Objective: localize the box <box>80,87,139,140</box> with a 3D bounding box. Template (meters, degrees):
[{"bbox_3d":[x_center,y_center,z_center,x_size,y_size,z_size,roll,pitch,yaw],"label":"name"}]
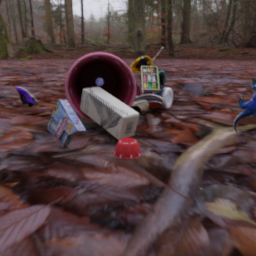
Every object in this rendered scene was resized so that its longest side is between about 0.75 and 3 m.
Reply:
[{"bbox_3d":[-0.640,-0.513,8.949,0.708,0.851,2.071,-16,39,-42],"label":"box"}]

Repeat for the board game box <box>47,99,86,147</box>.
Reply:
[{"bbox_3d":[-1.730,-0.033,7.791,1.099,1.100,0.339,42,23,25],"label":"board game box"}]

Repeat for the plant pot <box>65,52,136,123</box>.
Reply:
[{"bbox_3d":[-1.063,-1.590,10.365,2.418,2.418,2.164,-3,17,-9],"label":"plant pot"}]

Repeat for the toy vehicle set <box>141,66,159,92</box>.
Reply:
[{"bbox_3d":[0.865,-1.941,11.054,0.666,1.072,0.142,0,-21,-7],"label":"toy vehicle set"}]

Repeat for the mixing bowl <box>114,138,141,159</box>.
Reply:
[{"bbox_3d":[-0.014,0.509,7.477,0.751,0.407,0.751,0,18,0],"label":"mixing bowl"}]

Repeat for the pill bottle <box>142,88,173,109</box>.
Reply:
[{"bbox_3d":[1.097,-1.417,12.805,1.693,0.940,0.940,9,19,28],"label":"pill bottle"}]

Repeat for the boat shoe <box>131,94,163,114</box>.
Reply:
[{"bbox_3d":[0.395,-0.915,11.634,2.271,0.808,0.710,-2,58,-15],"label":"boat shoe"}]

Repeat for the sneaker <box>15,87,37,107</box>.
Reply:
[{"bbox_3d":[-4.347,-1.257,11.762,0.378,1.087,0.541,8,62,38],"label":"sneaker"}]

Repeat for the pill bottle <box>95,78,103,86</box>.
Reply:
[{"bbox_3d":[-0.908,-1.965,13.820,1.362,1.362,2.453,-10,20,-29],"label":"pill bottle"}]

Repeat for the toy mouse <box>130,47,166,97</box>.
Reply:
[{"bbox_3d":[0.698,-1.921,11.956,2.518,2.238,0.487,-27,30,2],"label":"toy mouse"}]

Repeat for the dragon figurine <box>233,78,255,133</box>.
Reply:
[{"bbox_3d":[3.674,-0.616,7.664,0.673,2.286,1.137,16,28,-28],"label":"dragon figurine"}]
